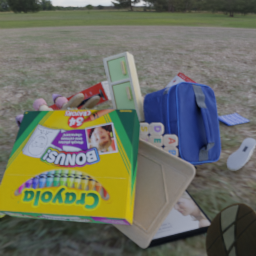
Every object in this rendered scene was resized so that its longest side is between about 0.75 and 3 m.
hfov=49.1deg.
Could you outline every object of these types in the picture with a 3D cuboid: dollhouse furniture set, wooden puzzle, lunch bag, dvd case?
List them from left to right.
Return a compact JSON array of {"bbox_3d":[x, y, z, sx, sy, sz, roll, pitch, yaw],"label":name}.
[{"bbox_3d":[-0.304,-0.043,8.387,2.284,1.618,2.487,54,23,14],"label":"dollhouse furniture set"},{"bbox_3d":[0.280,1.389,6.481,1.887,0.380,2.040,26,73,37],"label":"wooden puzzle"},{"bbox_3d":[0.779,1.875,7.124,1.735,0.213,2.432,-8,27,-16],"label":"dvd case"},{"bbox_3d":[1.610,0.015,8.079,1.740,2.561,1.694,0,-9,-33],"label":"lunch bag"}]

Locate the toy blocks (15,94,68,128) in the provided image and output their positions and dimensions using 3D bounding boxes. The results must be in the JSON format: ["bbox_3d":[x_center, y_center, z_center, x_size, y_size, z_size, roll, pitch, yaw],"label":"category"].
[{"bbox_3d":[-2.855,-0.130,8.964,1.897,1.773,1.597,-26,53,-39],"label":"toy blocks"}]

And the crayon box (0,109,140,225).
[{"bbox_3d":[-1.256,0.812,6.416,2.858,0.833,2.466,-1,60,12],"label":"crayon box"}]

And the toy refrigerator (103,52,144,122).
[{"bbox_3d":[-0.106,-1.154,8.612,0.798,2.103,0.736,-11,1,18],"label":"toy refrigerator"}]

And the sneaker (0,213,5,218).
[{"bbox_3d":[-3.915,1.758,6.750,2.011,0.761,1.056,14,30,24],"label":"sneaker"}]

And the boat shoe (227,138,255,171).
[{"bbox_3d":[3.530,0.898,8.727,0.500,0.456,1.389,21,53,35],"label":"boat shoe"}]

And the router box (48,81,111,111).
[{"bbox_3d":[-1.472,-1.080,10.864,2.476,0.674,2.759,-21,6,18],"label":"router box"}]

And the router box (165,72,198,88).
[{"bbox_3d":[2.317,-1.550,12.663,0.435,1.598,1.781,36,11,-32],"label":"router box"}]

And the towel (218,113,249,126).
[{"bbox_3d":[4.403,-0.366,11.833,1.150,0.137,0.833,-10,29,-21],"label":"towel"}]

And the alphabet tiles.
[{"bbox_3d":[0.560,0.625,7.295,1.468,1.500,0.110,1,6,24],"label":"alphabet tiles"}]

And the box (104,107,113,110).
[{"bbox_3d":[-0.381,-0.528,10.619,1.400,0.427,1.768,-14,-2,13],"label":"box"}]

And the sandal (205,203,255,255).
[{"bbox_3d":[2.204,2.661,4.759,1.180,0.788,2.888,-31,38,12],"label":"sandal"}]
